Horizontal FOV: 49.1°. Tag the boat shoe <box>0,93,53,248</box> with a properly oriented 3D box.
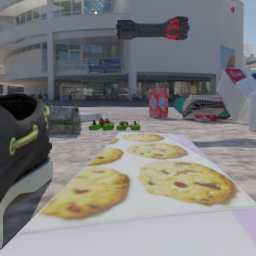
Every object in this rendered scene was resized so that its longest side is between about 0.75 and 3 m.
[{"bbox_3d":[-1.075,0.163,1.613,0.979,0.826,2.745,0,5,-4],"label":"boat shoe"}]

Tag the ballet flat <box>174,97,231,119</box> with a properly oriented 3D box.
[{"bbox_3d":[3.543,-0.837,13.282,2.731,0.928,0.934,13,1,24],"label":"ballet flat"}]

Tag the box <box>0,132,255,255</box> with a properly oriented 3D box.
[{"bbox_3d":[0.077,0.393,0.841,0.539,0.503,2.602,0,5,5],"label":"box"}]

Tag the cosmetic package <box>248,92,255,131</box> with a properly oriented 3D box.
[{"bbox_3d":[4.108,-0.449,7.501,2.032,1.033,0.752,-2,5,-34],"label":"cosmetic package"}]

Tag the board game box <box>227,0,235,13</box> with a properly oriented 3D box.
[{"bbox_3d":[3.278,-4.437,9.260,0.123,0.953,0.953,-24,-25,15],"label":"board game box"}]

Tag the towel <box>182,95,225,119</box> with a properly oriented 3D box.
[{"bbox_3d":[3.148,-0.805,11.847,1.443,0.746,1.742,2,-10,-1],"label":"towel"}]

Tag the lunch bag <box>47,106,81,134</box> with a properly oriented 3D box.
[{"bbox_3d":[-1.554,-0.206,6.743,0.782,0.656,0.545,1,5,16],"label":"lunch bag"}]

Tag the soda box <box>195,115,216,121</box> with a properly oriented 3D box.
[{"bbox_3d":[3.104,-0.402,11.223,0.810,0.257,0.283,0,5,2],"label":"soda box"}]

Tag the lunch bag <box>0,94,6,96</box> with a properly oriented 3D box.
[{"bbox_3d":[-3.799,-0.432,7.900,1.338,0.974,1.574,-4,-7,-42],"label":"lunch bag"}]

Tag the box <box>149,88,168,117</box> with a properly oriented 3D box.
[{"bbox_3d":[1.532,-1.252,14.053,0.719,1.443,0.689,-3,5,-31],"label":"box"}]

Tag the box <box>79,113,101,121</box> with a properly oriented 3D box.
[{"bbox_3d":[-1.949,-0.476,11.882,1.126,0.297,1.444,2,6,18],"label":"box"}]

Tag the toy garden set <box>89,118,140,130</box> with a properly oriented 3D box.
[{"bbox_3d":[-0.349,-0.135,8.091,1.383,0.276,1.153,0,5,3],"label":"toy garden set"}]

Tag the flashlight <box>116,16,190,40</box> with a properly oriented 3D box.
[{"bbox_3d":[0.794,-3.259,9.182,2.331,0.792,0.789,-4,-9,-11],"label":"flashlight"}]

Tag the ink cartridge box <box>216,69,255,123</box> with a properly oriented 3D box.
[{"bbox_3d":[5.046,-1.223,10.468,2.734,1.140,1.986,-1,43,-10],"label":"ink cartridge box"}]
